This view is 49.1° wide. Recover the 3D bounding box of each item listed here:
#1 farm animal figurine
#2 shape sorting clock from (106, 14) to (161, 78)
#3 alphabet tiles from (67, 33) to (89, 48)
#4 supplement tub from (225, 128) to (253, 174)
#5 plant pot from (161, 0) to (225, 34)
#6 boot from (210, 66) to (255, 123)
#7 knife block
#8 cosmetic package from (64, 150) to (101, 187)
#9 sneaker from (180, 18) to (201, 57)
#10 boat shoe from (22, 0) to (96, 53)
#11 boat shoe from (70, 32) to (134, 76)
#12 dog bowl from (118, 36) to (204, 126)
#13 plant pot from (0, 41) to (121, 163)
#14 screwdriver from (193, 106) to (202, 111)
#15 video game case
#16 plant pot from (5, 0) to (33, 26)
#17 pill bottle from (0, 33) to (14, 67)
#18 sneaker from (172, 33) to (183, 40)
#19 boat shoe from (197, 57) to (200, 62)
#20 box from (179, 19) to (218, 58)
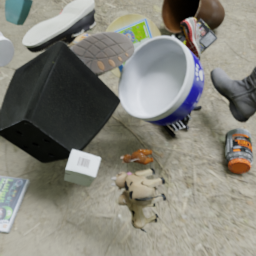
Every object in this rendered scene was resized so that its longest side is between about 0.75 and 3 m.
[{"bbox_3d":[0.095,1.404,6.217,0.912,1.813,1.464,-10,51,-16],"label":"farm animal figurine"},{"bbox_3d":[0.162,-2.545,9.029,2.104,2.104,0.413,-24,22,-19],"label":"shape sorting clock"},{"bbox_3d":[-1.913,-3.232,10.208,2.142,0.081,1.791,15,34,4],"label":"alphabet tiles"},{"bbox_3d":[3.882,0.808,9.841,0.900,0.900,1.470,9,50,8],"label":"supplement tub"},{"bbox_3d":[3.712,-6.177,14.869,2.871,2.684,2.684,-2,44,-37],"label":"plant pot"},{"bbox_3d":[3.848,-1.514,9.406,0.834,1.574,2.391,-8,58,-29],"label":"boot"},{"bbox_3d":[1.248,-0.705,11.184,2.586,0.827,2.270,11,49,9],"label":"knife block"},{"bbox_3d":[-1.079,0.965,6.466,0.684,1.212,0.492,17,64,-5],"label":"cosmetic package"},{"bbox_3d":[2.144,-2.885,9.020,0.547,1.332,0.518,-36,36,-17],"label":"sneaker"},{"bbox_3d":[-1.889,-2.871,8.268,1.042,0.851,2.822,15,50,23],"label":"boat shoe"},{"bbox_3d":[-1.248,-1.827,7.859,2.912,1.068,1.085,-22,96,-6],"label":"boat shoe"},{"bbox_3d":[0.898,-1.301,8.030,2.400,0.945,2.400,-14,68,38],"label":"dog bowl"},{"bbox_3d":[-2.012,-0.396,7.515,2.376,2.371,2.108,-15,44,39],"label":"plant pot"},{"bbox_3d":[2.505,-0.759,11.716,1.174,0.164,0.171,-10,50,-2],"label":"screwdriver"},{"bbox_3d":[-4.243,2.362,8.953,1.626,0.209,1.788,6,49,5],"label":"video game case"},{"bbox_3d":[-3.345,-3.561,8.463,0.578,0.818,0.578,22,21,1],"label":"plant pot"},{"bbox_3d":[-4.265,-2.459,7.970,1.960,1.088,1.088,27,54,17],"label":"pill bottle"},{"bbox_3d":[2.660,-4.167,14.241,1.145,0.748,2.047,12,49,11],"label":"sneaker"},{"bbox_3d":[2.975,-3.359,13.804,1.255,0.358,0.420,-13,50,-11],"label":"boat shoe"},{"bbox_3d":[2.298,-3.054,10.766,0.459,2.075,1.662,36,28,-22],"label":"box"}]
